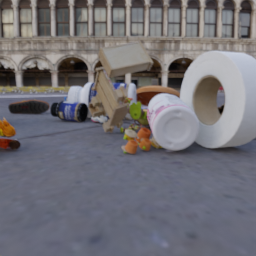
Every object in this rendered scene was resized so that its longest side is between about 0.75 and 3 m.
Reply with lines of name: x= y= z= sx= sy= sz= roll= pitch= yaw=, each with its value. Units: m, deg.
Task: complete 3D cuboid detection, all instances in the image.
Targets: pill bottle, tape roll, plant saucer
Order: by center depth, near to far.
tape roll: x=2.145 y=-0.651 z=6.552 sx=0.780 sy=2.231 sz=2.231 roll=-4 pitch=10 yaw=-23
pill bottle: x=0.965 y=-0.229 z=6.589 sx=0.989 sy=0.989 sz=1.745 roll=0 pitch=18 yaw=-2
pill bottle: x=-2.374 y=-0.674 z=11.223 sx=1.382 sy=0.773 sz=0.773 roll=6 pitch=11 yaw=20
pill bottle: x=-1.076 y=-1.164 z=11.936 sx=2.734 sy=1.519 sz=1.519 roll=3 pitch=9 yaw=8
plant saucer: x=1.706 y=-1.809 z=16.253 sx=2.957 sy=0.477 sz=2.957 roll=6 pitch=-13 yaw=1

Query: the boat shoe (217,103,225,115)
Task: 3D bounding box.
boat shoe: x=3.078 y=-0.361 z=8.425 sx=2.106 sy=0.756 sz=0.798 roll=-18 pitch=46 yaw=-34

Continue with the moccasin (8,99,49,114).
moccasin: x=-4.951 y=-1.053 z=14.204 sx=2.126 sy=0.777 sz=0.821 roll=-7 pitch=15 yaw=16

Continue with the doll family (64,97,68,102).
doll family: x=-2.132 y=-1.021 z=13.763 sx=1.385 sy=1.006 sz=2.231 roll=-11 pitch=-5 yaw=4

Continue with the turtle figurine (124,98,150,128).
turtle figurine: x=0.461 y=-0.456 z=9.393 sx=2.500 sy=0.805 sz=2.016 roll=25 pitch=2 yaw=4

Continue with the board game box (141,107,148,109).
board game box: x=0.862 y=-0.733 z=12.963 sx=1.293 sy=0.399 sz=1.292 roll=4 pitch=10 yaw=18

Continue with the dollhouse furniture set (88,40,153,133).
dollhouse furniture set: x=-0.232 y=-0.959 z=8.206 sx=1.216 sy=1.424 sz=2.747 roll=-17 pitch=-23 yaw=-24

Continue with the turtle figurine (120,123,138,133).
turtle figurine: x=0.067 y=0.031 z=8.654 sx=0.610 sy=0.244 sz=0.757 roll=-10 pitch=12 yaw=-16

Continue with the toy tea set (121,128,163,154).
toy tea set: x=0.235 y=0.369 z=6.452 sx=1.195 sy=0.442 sz=0.710 roll=-5 pitch=39 yaw=-46

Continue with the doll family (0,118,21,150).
doll family: x=-3.032 y=0.196 z=5.920 sx=1.035 sy=0.752 sz=1.668 roll=2 pitch=10 yaw=28

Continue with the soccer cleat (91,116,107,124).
soccer cleat: x=-1.143 y=-0.428 z=10.717 sx=0.349 sy=0.432 sz=1.000 roll=-41 pitch=30 yaw=-25
